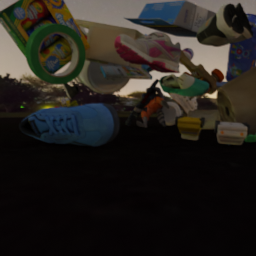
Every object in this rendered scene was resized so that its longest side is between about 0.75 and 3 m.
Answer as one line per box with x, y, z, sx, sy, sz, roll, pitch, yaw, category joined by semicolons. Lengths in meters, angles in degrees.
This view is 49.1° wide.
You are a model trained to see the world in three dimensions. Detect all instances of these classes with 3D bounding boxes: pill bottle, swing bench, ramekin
2.901;-3.600;13.963;0.664;0.664;1.191;1;28;23;pill bottle
3.457;-0.391;12.462;1.393;0.908;1.400;2;4;26;swing bench
-1.057;-2.969;13.607;2.906;2.906;1.353;-1;32;-23;ramekin
2.403;-0.810;16.124;1.339;1.339;2.414;1;3;15;pill bottle

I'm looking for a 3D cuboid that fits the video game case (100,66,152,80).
-0.102;-2.330;11.793;1.955;0.174;1.399;-1;27;-13;video game case

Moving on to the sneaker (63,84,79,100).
-2.410;-1.692;11.840;0.530;1.069;0.378;-29;-33;-1;sneaker

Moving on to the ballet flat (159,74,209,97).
2.041;-1.731;11.023;0.841;0.805;2.390;45;-17;-31;ballet flat

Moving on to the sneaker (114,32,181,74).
0.602;-2.225;7.792;2.240;0.988;0.911;10;3;-38;sneaker

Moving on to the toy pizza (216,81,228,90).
4.701;-2.005;13.620;1.935;0.307;1.935;0;16;0;toy pizza

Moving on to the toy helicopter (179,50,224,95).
2.962;-2.539;12.584;1.054;2.672;1.767;-40;-10;-3;toy helicopter

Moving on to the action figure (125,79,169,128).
1.114;-0.830;14.347;1.549;2.962;2.865;33;24;-8;action figure

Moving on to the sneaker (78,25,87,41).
-1.990;-3.564;11.393;0.767;1.807;0.696;-21;-24;-39;sneaker

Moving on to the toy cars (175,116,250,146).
1.930;0.091;6.736;1.215;0.600;2.710;1;6;-23;toy cars

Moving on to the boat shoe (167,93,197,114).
3.543;-1.389;16.181;1.010;2.913;1.032;-43;14;13;boat shoe

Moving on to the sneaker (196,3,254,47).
2.563;-2.625;7.347;1.014;0.945;2.558;-24;0;39;sneaker

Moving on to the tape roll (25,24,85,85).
-2.042;-2.088;8.009;1.672;1.672;0.402;-3;19;-40;tape roll

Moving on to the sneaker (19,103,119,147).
-1.379;-0.014;6.010;2.748;0.906;1.077;0;7;43;sneaker

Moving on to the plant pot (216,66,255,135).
3.987;-0.797;8.336;2.265;2.610;2.610;-15;2;3;plant pot

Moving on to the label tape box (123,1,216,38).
1.422;-3.577;9.081;2.575;0.851;1.845;2;15;-38;label tape box

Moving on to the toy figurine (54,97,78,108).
-1.656;-0.073;9.298;1.523;1.341;2.543;28;4;-4;toy figurine

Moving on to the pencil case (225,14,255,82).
4.762;-3.108;11.388;1.123;2.877;1.250;-34;49;-26;pencil case

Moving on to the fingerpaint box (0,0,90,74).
-2.609;-3.032;8.875;1.898;2.275;0.834;-42;33;-20;fingerpaint box

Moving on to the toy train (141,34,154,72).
1.009;-3.535;13.836;1.217;1.605;2.809;-30;-1;15;toy train

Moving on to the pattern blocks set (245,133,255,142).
4.224;0.264;6.332;2.842;0.230;2.498;2;4;34;pattern blocks set

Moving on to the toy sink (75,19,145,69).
-0.728;-3.026;10.389;2.412;1.351;1.572;16;13;14;toy sink
